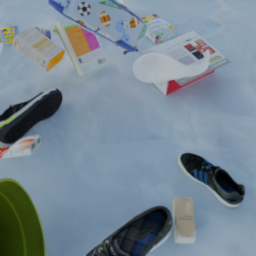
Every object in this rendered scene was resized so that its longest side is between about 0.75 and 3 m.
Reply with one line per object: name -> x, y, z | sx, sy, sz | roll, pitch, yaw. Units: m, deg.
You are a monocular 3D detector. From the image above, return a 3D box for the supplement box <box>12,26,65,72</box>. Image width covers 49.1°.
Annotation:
supplement box -> -2.876, -2.558, 9.070 | 1.372, 0.504, 0.864 | 36, 47, -4

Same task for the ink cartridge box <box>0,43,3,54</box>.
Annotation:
ink cartridge box -> -4.340, -1.427, 7.370 | 1.552, 0.877, 2.119 | 19, 95, 31

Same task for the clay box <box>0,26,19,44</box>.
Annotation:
clay box -> -5.355, -3.842, 11.707 | 1.455, 0.346, 0.836 | -10, 50, -9

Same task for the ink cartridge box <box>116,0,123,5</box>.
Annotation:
ink cartridge box -> -1.130, -5.154, 12.485 | 1.422, 0.821, 1.955 | 10, 51, 8

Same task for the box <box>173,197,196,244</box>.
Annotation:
box -> 1.325, 2.191, 6.663 | 0.472, 0.386, 0.993 | 2, 50, 1

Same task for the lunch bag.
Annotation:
lunch bag -> -0.767, -3.164, 8.130 | 2.821, 1.066, 2.261 | 29, 13, -13

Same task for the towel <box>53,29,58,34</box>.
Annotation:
towel -> -2.638, -4.389, 12.308 | 0.824, 0.131, 1.147 | 32, 57, 23

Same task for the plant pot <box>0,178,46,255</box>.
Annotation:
plant pot -> -3.151, 2.440, 5.498 | 2.211, 2.296, 2.296 | -19, 52, 0

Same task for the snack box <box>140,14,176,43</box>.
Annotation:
snack box -> 1.155, -4.296, 12.047 | 1.084, 0.404, 1.524 | -26, 55, -20

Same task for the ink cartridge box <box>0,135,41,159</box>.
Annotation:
ink cartridge box -> -3.160, 0.519, 7.747 | 1.259, 0.316, 1.021 | -5, 15, -1

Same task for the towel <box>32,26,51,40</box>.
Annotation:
towel -> -2.947, -3.081, 9.474 | 0.862, 0.633, 0.103 | 19, 40, 21

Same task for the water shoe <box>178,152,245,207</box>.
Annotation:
water shoe -> 2.166, 1.153, 7.272 | 0.705, 0.778, 1.971 | -36, 59, -26

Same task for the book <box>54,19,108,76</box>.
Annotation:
book -> -1.597, -2.983, 9.985 | 1.272, 1.904, 0.458 | -35, 20, -32

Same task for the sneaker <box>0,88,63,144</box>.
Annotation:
sneaker -> -3.202, -0.575, 8.633 | 1.040, 0.901, 2.511 | 34, 58, 25

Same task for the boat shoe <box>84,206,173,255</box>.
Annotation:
boat shoe -> -0.139, 2.626, 5.936 | 2.850, 0.944, 0.996 | -28, 56, -21

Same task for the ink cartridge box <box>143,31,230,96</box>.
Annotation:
ink cartridge box -> 1.989, -2.178, 9.908 | 2.328, 0.976, 2.044 | -26, 58, -20

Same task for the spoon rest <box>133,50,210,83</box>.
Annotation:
spoon rest -> 1.340, -1.899, 8.566 | 2.409, 1.197, 0.730 | -7, 51, -1
